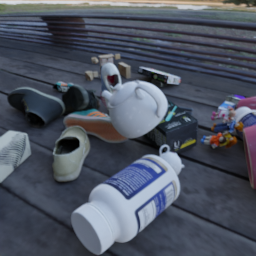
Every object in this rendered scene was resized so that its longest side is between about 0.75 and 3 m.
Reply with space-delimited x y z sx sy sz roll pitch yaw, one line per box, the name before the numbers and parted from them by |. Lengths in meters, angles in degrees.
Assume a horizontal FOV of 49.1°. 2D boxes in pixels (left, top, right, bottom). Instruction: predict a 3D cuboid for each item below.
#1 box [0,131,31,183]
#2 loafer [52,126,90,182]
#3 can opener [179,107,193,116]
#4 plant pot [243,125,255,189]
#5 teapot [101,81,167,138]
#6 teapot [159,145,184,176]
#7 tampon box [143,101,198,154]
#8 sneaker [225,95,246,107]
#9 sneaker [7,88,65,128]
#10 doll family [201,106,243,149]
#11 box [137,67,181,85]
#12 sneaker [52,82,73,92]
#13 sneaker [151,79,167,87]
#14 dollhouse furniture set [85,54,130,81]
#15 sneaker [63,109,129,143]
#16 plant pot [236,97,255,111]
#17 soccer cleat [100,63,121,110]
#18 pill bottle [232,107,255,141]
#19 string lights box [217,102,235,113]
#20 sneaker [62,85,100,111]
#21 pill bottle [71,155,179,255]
box | -4.023 1.011 8.721 0.753 0.904 2.201 9 32 14
loafer | -1.868 0.611 9.343 1.053 0.950 2.783 -2 30 -3
can opener | 2.138 -0.781 12.245 1.341 0.358 0.448 10 3 23
plant pot | 4.604 0.720 7.727 2.457 2.745 2.745 -7 27 19
teapot | 0.145 -0.795 9.069 2.123 1.550 2.095 -31 27 21
teapot | 1.303 1.027 8.629 0.843 0.854 0.624 29 67 17
tampon box | 1.445 0.004 10.126 1.325 1.116 1.768 -20 36 -19
sneaker | 5.318 -1.156 12.870 0.792 0.553 1.592 -12 31 -22
sneaker | -4.291 -0.908 11.913 2.833 1.059 1.505 12 32 18
doll family | 3.464 0.116 9.968 1.101 0.799 1.774 -4 52 52
box | 1.749 -2.952 15.838 1.241 0.392 2.255 -4 24 -45
sneaker | -3.322 -2.043 14.569 1.397 0.499 0.558 14 38 30
sneaker | 1.707 -2.465 15.500 0.476 0.335 0.897 -7 29 -36
dollhouse furniture set | -1.195 -3.470 16.258 2.445 1.267 1.082 -14 31 -23
sneaker | -1.066 -0.215 10.788 2.738 0.977 1.094 13 33 19
plant pot | 5.213 -0.711 11.438 1.404 1.404 1.257 -26 24 -38
soccer cleat | -0.692 -1.507 11.649 0.828 2.370 1.023 -21 44 -16
pill bottle | 4.577 0.084 10.030 1.173 1.173 2.112 -5 30 -9
string lights box | 4.445 -0.878 12.661 0.481 0.276 0.936 20 35 31
sneaker | -1.778 -1.255 11.892 1.596 1.065 2.786 -10 1 -24
pill bottle | -0.035 1.797 6.770 1.423 1.423 2.562 25 37 37
